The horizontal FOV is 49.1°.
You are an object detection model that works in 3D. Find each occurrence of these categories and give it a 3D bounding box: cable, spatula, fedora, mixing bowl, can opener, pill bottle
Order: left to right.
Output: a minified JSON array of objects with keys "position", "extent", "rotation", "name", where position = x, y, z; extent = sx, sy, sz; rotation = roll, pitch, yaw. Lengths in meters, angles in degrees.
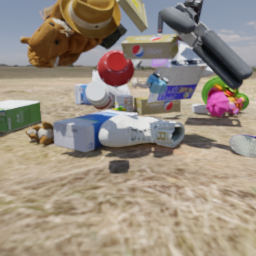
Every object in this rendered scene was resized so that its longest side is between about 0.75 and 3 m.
[{"position":[-0.765,-2.711,6.211],"extent":[1.424,1.424,0.581],"rotation":[-5,-11,-22],"name":"fedora"},{"position":[-0.622,-0.680,5.973],"extent":[0.485,0.485,0.850],"rotation":[1,-7,4],"name":"pill bottle"},{"position":[-0.935,-2.331,15.832],"extent":[2.395,0.829,2.395],"rotation":[31,33,-24],"name":"cable"},{"position":[-0.428,-2.283,10.237],"extent":[1.417,1.417,0.767],"rotation":[-2,-9,-7],"name":"mixing bowl"},{"position":[1.329,-3.685,11.516],"extent":[0.687,2.430,0.250],"rotation":[0,-6,25],"name":"spatula"},{"position":[1.840,-2.043,7.059],"extent":[0.914,0.729,2.734],"rotation":[-27,71,-36],"name":"can opener"}]

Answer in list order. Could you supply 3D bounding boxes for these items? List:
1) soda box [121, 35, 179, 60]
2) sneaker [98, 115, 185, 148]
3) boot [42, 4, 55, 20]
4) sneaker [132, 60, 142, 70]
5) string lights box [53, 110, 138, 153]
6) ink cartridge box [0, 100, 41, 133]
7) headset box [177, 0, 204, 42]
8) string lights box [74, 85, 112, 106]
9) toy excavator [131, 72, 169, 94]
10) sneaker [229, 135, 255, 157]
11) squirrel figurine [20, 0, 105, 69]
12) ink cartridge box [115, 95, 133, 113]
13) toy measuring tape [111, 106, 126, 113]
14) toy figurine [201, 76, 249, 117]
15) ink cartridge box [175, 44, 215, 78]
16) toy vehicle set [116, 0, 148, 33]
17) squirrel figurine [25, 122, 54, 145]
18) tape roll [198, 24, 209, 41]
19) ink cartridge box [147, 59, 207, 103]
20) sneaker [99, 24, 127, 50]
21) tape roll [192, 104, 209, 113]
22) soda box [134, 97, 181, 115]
[{"position":[0.641,-2.383,8.301],"extent":[1.628,0.551,0.521],"rotation":[9,42,30],"name":"soda box"},{"position":[0.524,0.104,8.001],"extent":[2.517,0.927,1.455],"rotation":[-9,13,-39],"name":"sneaker"},{"position":[-2.470,-4.126,10.410],"extent":[1.198,0.997,0.434],"rotation":[-27,11,-1],"name":"boot"},{"position":[0.433,-2.945,11.807],"extent":[0.361,0.946,0.381],"rotation":[-15,30,-39],"name":"sneaker"},{"position":[-0.914,0.001,8.805],"extent":[1.311,0.752,2.551],"rotation":[9,16,35],"name":"string lights box"},{"position":[-4.689,-0.414,10.388],"extent":[1.503,0.859,2.896],"rotation":[3,13,15],"name":"ink cartridge box"},{"position":[2.265,-3.897,10.258],"extent":[0.566,1.466,1.091],"rotation":[18,45,14],"name":"headset box"},{"position":[-1.970,-1.931,16.370],"extent":[2.289,1.176,0.675],"rotation":[5,14,20],"name":"string lights box"},{"position":[0.571,-1.118,7.240],"extent":[0.841,0.432,0.865],"rotation":[31,34,-1],"name":"toy excavator"},{"position":[3.486,0.481,7.418],"extent":[1.531,0.532,0.761],"rotation":[9,9,19],"name":"sneaker"},{"position":[-1.759,-2.180,7.239],"extent":[2.209,1.563,2.062],"rotation":[-43,12,44],"name":"squirrel figurine"},{"position":[-0.188,-1.134,13.547],"extent":[0.643,0.873,0.632],"rotation":[-12,17,-42],"name":"ink cartridge box"},{"position":[-0.772,-0.422,11.670],"extent":[1.636,0.602,0.602],"rotation":[-19,6,20],"name":"toy measuring tape"},{"position":[4.541,-1.131,13.147],"extent":[2.407,1.807,2.215],"rotation":[26,32,6],"name":"toy figurine"},{"position":[2.936,-2.430,10.841],"extent":[2.215,0.632,1.800],"rotation":[20,38,-1],"name":"ink cartridge box"},{"position":[0.084,-2.942,6.613],"extent":[0.191,0.896,1.443],"rotation":[-30,38,25],"name":"toy vehicle set"},{"position":[-2.634,0.191,8.621],"extent":[0.892,0.676,0.955],"rotation":[-4,-5,30],"name":"squirrel figurine"},{"position":[3.088,-4.216,12.369],"extent":[1.577,0.552,1.577],"rotation":[23,31,-15],"name":"tape roll"},{"position":[1.374,-1.372,8.307],"extent":[1.516,1.501,0.329],"rotation":[-6,57,-13],"name":"ink cartridge box"},{"position":[-1.028,-4.254,12.625],"extent":[0.942,1.411,2.464],"rotation":[45,19,9],"name":"sneaker"},{"position":[3.672,-0.976,14.117],"extent":[0.913,0.319,0.913],"rotation":[0,14,0],"name":"tape roll"},{"position":[1.446,-1.147,13.799],"extent":[2.320,0.786,0.742],"rotation":[-6,14,-27],"name":"soda box"}]
